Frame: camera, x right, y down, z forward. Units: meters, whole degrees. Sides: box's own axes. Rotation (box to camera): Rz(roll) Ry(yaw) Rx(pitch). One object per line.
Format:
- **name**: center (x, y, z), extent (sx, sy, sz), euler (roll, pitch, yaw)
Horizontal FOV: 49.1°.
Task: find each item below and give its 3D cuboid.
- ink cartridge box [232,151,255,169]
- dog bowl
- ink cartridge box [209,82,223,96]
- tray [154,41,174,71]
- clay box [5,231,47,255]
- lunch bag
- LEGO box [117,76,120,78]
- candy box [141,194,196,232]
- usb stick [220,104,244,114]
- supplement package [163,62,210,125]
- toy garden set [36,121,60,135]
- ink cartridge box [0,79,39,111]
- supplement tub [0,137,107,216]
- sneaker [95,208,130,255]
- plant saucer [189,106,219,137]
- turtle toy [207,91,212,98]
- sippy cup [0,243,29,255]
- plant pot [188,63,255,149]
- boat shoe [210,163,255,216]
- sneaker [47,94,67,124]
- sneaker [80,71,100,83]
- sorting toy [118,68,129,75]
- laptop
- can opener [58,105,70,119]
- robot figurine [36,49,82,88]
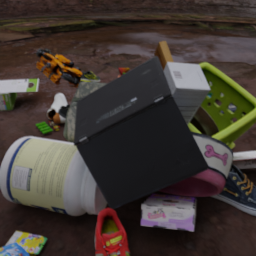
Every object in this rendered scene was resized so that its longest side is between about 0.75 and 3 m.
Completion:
- **ink cartridge box**: center (4.313, 1.122, 9.558), extent (2.188, 0.489, 1.928), euler (-7, 0, 9)
- **dog bowl**: center (1.404, 1.110, 7.776), extent (2.843, 2.843, 1.048), euler (6, 65, 11)
- **ink cartridge box**: center (3.350, -1.763, 10.850), extent (1.369, 0.577, 1.000), euler (40, 26, 0)
- **tray**: center (1.620, -2.566, 11.823), extent (0.353, 0.941, 1.907), euler (-13, 75, -12)
- **clay box**: center (-2.706, 3.124, 7.486), extent (0.965, 0.230, 0.555), euler (7, 31, 13)
- **lunch bag**: center (-0.760, -0.244, 9.283), extent (2.462, 1.715, 2.065), euler (10, 70, 24)
- **LEGO box**: center (0.637, -0.676, 11.351), extent (2.032, 2.728, 1.053), euler (0, 34, 8)
- **candy box**: center (1.166, 2.281, 7.731), extent (1.353, 0.577, 1.613), euler (2, -3, 16)
- **usb stick**: center (5.396, -0.949, 14.371), extent (2.741, 0.447, 0.760), euler (-10, 31, -17)
- **supplement package**: center (1.243, -0.747, 7.236), extent (0.892, 1.628, 0.926), euler (1, 52, -16)
- **toy garden set**: center (-3.711, -0.006, 13.003), extent (0.835, 0.200, 1.002), euler (-21, 35, -29)
- **ink cartridge box**: center (-6.299, -1.828, 15.320), extent (2.762, 1.046, 2.041), euler (-5, 30, -12)
- **supplement tub**: center (-2.052, 1.458, 8.502), extent (2.893, 2.097, 2.097), euler (8, 31, 13)
- **sneaker**: center (-0.382, 3.064, 6.641), extent (1.058, 1.167, 2.747), euler (-8, 31, -14)
- **plant saucer**: center (2.006, -0.313, 9.055), extent (0.346, 2.160, 2.160), euler (-45, 42, -6)
- **turtle toy**: center (4.452, -1.942, 15.549), extent (1.914, 0.967, 1.395), euler (-18, 10, -32)
- **sippy cup**: center (-2.894, 3.303, 6.317), extent (1.290, 1.642, 1.203), euler (-33, -5, 36)
- **plant pot**: center (2.351, -0.165, 9.549), extent (2.721, 2.481, 2.735), euler (-27, 58, -24)
- **boat shoe**: center (3.545, 1.859, 8.768), extent (2.517, 1.142, 0.890), euler (16, 33, 25)
- **sneaker**: center (-3.590, -1.011, 13.998), extent (1.076, 0.925, 2.541), euler (-12, 32, -19)
- **sneaker**: center (-1.328, -1.858, 10.163), extent (0.357, 0.406, 0.960), euler (16, 19, 28)
- **sorting toy**: center (0.016, -2.235, 11.842), extent (0.455, 0.458, 1.322), euler (-26, 41, -8)
- **laptop**: center (0.156, 0.058, 7.187), extent (2.654, 1.642, 2.834), euler (-26, 40, 16)
- **can opener**: center (-1.901, -0.491, 11.333), extent (1.836, 0.483, 0.610), euler (13, 66, -13)
- **robot figurine**: center (-2.349, -2.040, 10.057), extent (1.762, 0.707, 2.430), euler (42, 13, 5)
